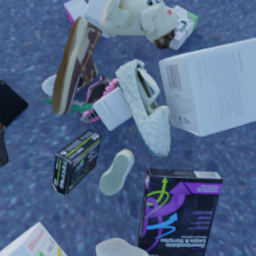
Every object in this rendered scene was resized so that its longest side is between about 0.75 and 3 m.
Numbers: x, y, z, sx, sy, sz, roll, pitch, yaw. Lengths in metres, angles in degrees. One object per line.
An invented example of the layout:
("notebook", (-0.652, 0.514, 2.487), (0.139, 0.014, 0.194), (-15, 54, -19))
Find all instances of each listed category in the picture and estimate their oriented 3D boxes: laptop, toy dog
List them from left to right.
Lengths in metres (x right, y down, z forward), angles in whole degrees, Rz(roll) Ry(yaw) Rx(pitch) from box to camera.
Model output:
("laptop", (-5.163, -0.883, 10.596), (2.019, 1.043, 1.789), (27, 68, 38))
("toy dog", (0.428, -3.201, 8.321), (2.276, 2.207, 1.588), (14, 52, -17))

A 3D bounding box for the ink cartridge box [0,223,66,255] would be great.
("ink cartridge box", (-1.691, 2.824, 4.997), (1.171, 1.176, 1.603), (-38, 92, -3))

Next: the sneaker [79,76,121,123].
("sneaker", (-1.195, -1.111, 10.386), (1.031, 0.854, 2.161), (28, 64, 20))

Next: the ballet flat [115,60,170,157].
("ballet flat", (0.514, -0.572, 7.219), (0.977, 0.977, 2.724), (-24, 80, -9))

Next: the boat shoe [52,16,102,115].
("boat shoe", (-1.084, -1.356, 6.423), (0.858, 0.860, 2.385), (19, 70, -27))

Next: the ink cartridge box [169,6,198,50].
("ink cartridge box", (2.015, -4.141, 11.614), (1.109, 0.639, 1.520), (34, 72, 13))

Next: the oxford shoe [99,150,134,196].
("oxford shoe", (-0.221, 0.943, 5.846), (0.482, 1.283, 0.370), (33, 32, 8))

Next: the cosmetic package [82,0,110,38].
("cosmetic package", (-0.718, -4.317, 9.515), (1.105, 0.805, 2.174), (24, 78, -17))

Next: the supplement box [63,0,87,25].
("supplement box", (-1.895, -4.546, 11.680), (0.847, 0.829, 1.639), (-32, 71, -12))

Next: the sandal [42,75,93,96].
("sandal", (-2.221, -1.693, 10.742), (2.110, 0.518, 0.858), (-24, 85, -23))

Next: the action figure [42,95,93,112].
("action figure", (-1.396, -0.574, 6.865), (1.198, 0.707, 0.327), (11, 85, 20))

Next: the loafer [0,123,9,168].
("loafer", (-3.546, 0.142, 7.322), (0.692, 0.696, 1.913), (-15, 107, 13))

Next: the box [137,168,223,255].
("box", (1.192, 2.170, 6.809), (1.725, 0.436, 2.413), (3, 111, -6))

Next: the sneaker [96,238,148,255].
("sneaker", (-0.045, 3.455, 6.168), (1.008, 2.679, 1.401), (-10, 85, -18))

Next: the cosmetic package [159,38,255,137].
("cosmetic package", (2.358, -1.117, 7.342), (2.349, 1.966, 1.954), (-15, 101, -9))

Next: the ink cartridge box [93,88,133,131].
("ink cartridge box", (-0.404, -0.569, 8.234), (0.861, 1.375, 0.884), (-34, 100, 5))

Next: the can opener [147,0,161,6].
("can opener", (0.829, -3.449, 6.914), (0.364, 0.289, 1.096), (24, 68, 39))

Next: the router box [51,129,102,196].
("router box", (-1.186, 0.775, 6.559), (0.421, 1.017, 1.357), (25, 32, 14))
